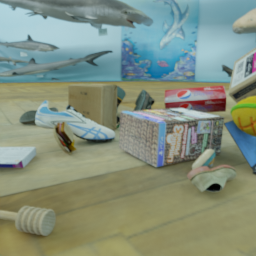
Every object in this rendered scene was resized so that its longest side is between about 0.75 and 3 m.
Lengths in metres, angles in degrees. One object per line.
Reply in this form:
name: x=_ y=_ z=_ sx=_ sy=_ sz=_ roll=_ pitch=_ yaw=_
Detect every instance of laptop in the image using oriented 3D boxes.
laptop: x=3.732 y=0.394 z=6.932 sx=2.034 sy=1.179 sz=1.904 roll=7 pitch=15 yaw=43

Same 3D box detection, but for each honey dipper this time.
honey dipper: x=-2.154 y=1.390 z=4.499 sx=2.058 sy=0.391 sz=0.391 roll=1 pitch=12 yaw=18

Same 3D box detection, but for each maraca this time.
maraca: x=3.384 y=-0.205 z=6.708 sx=1.805 sy=0.966 sz=1.238 roll=16 pitch=-12 yaw=16

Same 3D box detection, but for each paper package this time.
paper package: x=-1.368 y=-0.829 z=10.794 sx=1.817 sy=1.732 sz=0.940 roll=7 pitch=8 yaw=35

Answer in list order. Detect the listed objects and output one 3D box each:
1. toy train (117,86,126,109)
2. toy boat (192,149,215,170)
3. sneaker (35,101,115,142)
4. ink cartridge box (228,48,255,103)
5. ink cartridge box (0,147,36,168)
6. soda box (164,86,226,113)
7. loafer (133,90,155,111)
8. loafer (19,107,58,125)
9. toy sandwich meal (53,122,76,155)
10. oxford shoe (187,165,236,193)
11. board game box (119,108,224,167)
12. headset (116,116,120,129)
toy train: x=-0.732 y=-1.349 z=13.565 sx=1.050 sy=1.404 sz=2.463 roll=35 pitch=6 yaw=-5
toy boat: x=1.856 y=0.818 z=6.701 sx=0.378 sy=0.684 sz=0.813 roll=43 pitch=10 yaw=14
sneaker: x=-1.637 y=-0.168 z=9.131 sx=2.653 sy=0.961 sz=0.953 roll=17 pitch=0 yaw=-14
ink cartridge box: x=4.854 y=-2.101 z=10.226 sx=2.011 sy=0.917 sz=2.440 roll=-37 pitch=18 yaw=44
ink cartridge box: x=-3.224 y=0.808 z=7.190 sx=1.310 sy=0.289 sz=1.334 roll=0 pitch=15 yaw=1
soda box: x=3.280 y=-1.344 z=13.817 sx=2.900 sy=0.920 sz=1.015 roll=-4 pitch=46 yaw=13
loafer: x=0.831 y=-0.984 z=13.053 sx=0.913 sy=1.043 sz=2.904 roll=29 pitch=27 yaw=-8
loafer: x=-3.798 y=-0.385 z=12.047 sx=1.792 sy=0.624 sz=0.674 roll=-8 pitch=46 yaw=8
toy sandwich meal: x=-1.771 y=0.286 z=7.978 sx=0.350 sy=1.023 sz=1.023 roll=-30 pitch=14 yaw=2
oxford shoe: x=1.818 y=1.101 z=5.802 sx=1.382 sy=0.489 sz=0.510 roll=0 pitch=49 yaw=-34
board game box: x=1.197 y=0.150 z=8.017 sx=2.324 sy=1.126 sz=1.853 roll=-6 pitch=14 yaw=-30
headset: x=-0.596 y=-0.212 z=11.352 sx=0.621 sy=0.473 sz=1.006 roll=-28 pitch=38 yaw=-4
